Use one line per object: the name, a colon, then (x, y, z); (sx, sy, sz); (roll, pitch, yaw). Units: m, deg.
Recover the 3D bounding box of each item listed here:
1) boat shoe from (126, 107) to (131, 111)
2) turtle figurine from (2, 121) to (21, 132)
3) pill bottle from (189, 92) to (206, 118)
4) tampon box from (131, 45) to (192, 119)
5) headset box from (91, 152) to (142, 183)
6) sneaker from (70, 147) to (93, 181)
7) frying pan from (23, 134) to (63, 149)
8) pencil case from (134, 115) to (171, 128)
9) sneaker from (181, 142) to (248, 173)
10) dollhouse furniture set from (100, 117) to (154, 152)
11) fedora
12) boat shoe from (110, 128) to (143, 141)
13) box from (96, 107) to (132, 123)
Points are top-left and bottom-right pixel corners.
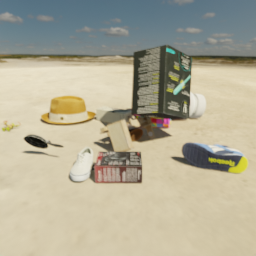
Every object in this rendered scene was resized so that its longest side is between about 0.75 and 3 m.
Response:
boat shoe: (0.209, -0.898, 15.258); (0.392, 0.435, 1.209); (-40, 26, -20)
turtle figurine: (-5.417, -0.058, 12.740); (0.901, 0.290, 0.727); (10, 25, 6)
pill bottle: (2.409, -1.225, 14.234); (2.744, 1.503, 1.503); (5, 15, -17)
tampon box: (1.294, -1.620, 10.763); (1.554, 2.461, 1.845); (0, -5, 41)
headset box: (-0.336, 1.137, 8.251); (1.483, 0.573, 1.104); (-1, 17, 0)
sneaker: (-1.415, 1.057, 8.492); (0.603, 0.585, 1.652); (0, 17, -1)
frying pan: (-2.863, 0.422, 9.290); (1.391, 0.841, 0.226); (-9, 52, 33)
pencil case: (1.149, -0.412, 13.114); (1.720, 0.760, 0.760); (7, 18, 15)
sneaker: (2.707, 0.888, 8.897); (2.006, 0.742, 0.825); (14, 21, 17)
dollhouse furniture set: (0.018, 0.265, 10.797); (1.237, 1.057, 2.387); (-18, -2, 30)
fedora: (-3.080, -0.995, 14.362); (2.839, 1.158, 2.839); (-1, 17, 0)
boat shoe: (-0.044, 0.304, 11.114); (0.518, 0.519, 1.474); (19, 25, 41)
box: (-0.701, -0.620, 14.018); (1.801, 0.616, 0.740); (11, 22, 31)
